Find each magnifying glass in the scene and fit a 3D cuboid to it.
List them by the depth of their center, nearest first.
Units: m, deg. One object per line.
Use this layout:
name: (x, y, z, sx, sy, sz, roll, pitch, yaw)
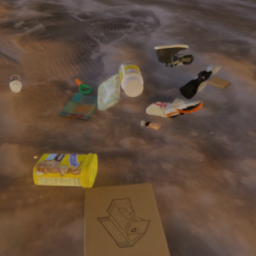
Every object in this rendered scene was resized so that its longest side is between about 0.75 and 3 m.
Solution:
magnifying glass: (-2.293, -2.084, 13.925, 0.574, 0.161, 1.441, -19, 40, -23)

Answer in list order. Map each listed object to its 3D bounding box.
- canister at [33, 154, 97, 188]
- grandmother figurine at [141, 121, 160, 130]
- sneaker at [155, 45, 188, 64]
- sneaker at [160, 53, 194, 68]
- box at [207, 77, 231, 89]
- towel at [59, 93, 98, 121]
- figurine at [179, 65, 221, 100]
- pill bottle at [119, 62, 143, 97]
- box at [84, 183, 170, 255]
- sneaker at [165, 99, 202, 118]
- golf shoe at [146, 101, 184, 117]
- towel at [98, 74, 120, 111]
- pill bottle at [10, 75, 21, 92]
canister: (-1.923, 1.304, 8.767, 1.718, 0.744, 1.276, 1, 21, 4)
grandmother figurine: (0.856, -0.115, 11.135, 0.781, 0.237, 0.474, 14, 26, 22)
sneaker: (1.576, -2.658, 10.111, 1.269, 0.629, 0.449, -10, 15, -15)
sneaker: (2.639, -3.912, 16.006, 2.049, 0.789, 0.873, -3, 26, -16)
box: (4.624, -2.301, 14.256, 0.944, 0.100, 0.772, 31, 47, 33)
towel: (-2.065, -0.956, 12.376, 1.359, 0.201, 1.853, 8, 38, 12)
figurine: (3.334, -2.186, 12.635, 0.715, 1.620, 1.660, 50, 48, 4)
pill bottle: (0.141, -2.333, 13.492, 1.061, 1.061, 1.857, -4, 37, -5)
box: (-0.135, 2.583, 7.587, 2.067, 0.269, 2.529, -4, 36, -6)
sneaker: (2.073, -0.890, 10.678, 1.434, 0.543, 0.659, -14, 61, 25)
golf shoe: (1.570, -0.754, 11.775, 1.626, 0.590, 0.749, -6, 37, -8)
towel: (-0.747, -1.326, 10.651, 0.311, 1.292, 1.106, 14, 67, -35)
pill bottle: (-5.496, -2.148, 13.682, 0.546, 0.546, 0.938, -12, 39, -15)
